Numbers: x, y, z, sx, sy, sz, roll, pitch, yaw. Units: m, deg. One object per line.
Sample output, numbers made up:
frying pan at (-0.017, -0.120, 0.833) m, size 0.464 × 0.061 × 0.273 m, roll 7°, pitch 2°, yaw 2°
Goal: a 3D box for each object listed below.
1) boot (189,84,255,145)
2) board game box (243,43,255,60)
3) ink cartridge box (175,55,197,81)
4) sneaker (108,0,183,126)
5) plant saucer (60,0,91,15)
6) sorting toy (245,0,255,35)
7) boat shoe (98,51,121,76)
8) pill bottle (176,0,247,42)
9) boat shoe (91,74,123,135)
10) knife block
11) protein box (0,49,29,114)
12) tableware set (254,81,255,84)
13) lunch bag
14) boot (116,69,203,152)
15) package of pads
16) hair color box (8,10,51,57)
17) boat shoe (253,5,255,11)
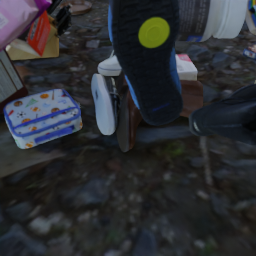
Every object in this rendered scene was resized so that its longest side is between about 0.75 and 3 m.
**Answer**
boot at (1.746, -0.262, 3.590) m, size 1.550 × 1.880 × 0.617 m, roll -25°, pitch 90°, yaw -4°
board game box at (4.982, -2.799, 10.125) m, size 1.437 × 0.249 × 0.974 m, roll -31°, pitch 50°, yaw -30°
ink cartridge box at (1.205, -1.704, 8.625) m, size 1.521 × 0.629 × 1.114 m, roll -6°, pitch 42°, yaw -6°
sneaker at (0.259, -1.301, 4.489) m, size 0.968 × 2.936 × 1.151 m, roll -17°, pitch 51°, yaw 2°
plant saucer at (-2.496, -5.754, 13.405) m, size 1.488 × 0.256 × 1.488 m, roll 0°, pitch 43°, yaw 0°
sorting toy at (3.122, -2.592, 6.482) m, size 1.050 × 0.365 × 1.043 m, roll 6°, pitch 64°, yaw -35°
boat shoe at (0.047, -2.456, 9.197) m, size 2.305 × 0.983 × 0.852 m, roll -20°, pitch 46°, yaw -21°
pill bottle at (0.951, -2.180, 5.070) m, size 2.059 × 1.171 × 1.171 m, roll 3°, pitch 42°, yaw 1°
boat shoe at (-0.469, -0.651, 7.384) m, size 0.730 × 0.789 × 2.136 m, roll 4°, pitch 38°, yaw -21°
knife block at (-3.107, -3.520, 9.472) m, size 2.505 × 2.199 × 0.802 m, roll -6°, pitch 41°, yaw -7°
protein box at (-4.551, -1.216, 6.775) m, size 2.682 × 1.823 × 2.702 m, roll 33°, pitch 62°, yaw 27°
tableware set at (3.446, -0.938, 4.908) m, size 2.259 × 0.453 × 1.493 m, roll -14°, pitch 33°, yaw 37°
lunch bag at (-2.066, -0.271, 7.032) m, size 1.792 × 0.677 × 1.436 m, roll -22°, pitch 48°, yaw -21°
boot at (0.951, -0.379, 7.110) m, size 2.420 × 0.777 × 2.255 m, roll 8°, pitch 70°, yaw -19°
package of pads at (-1.619, -0.921, 2.781) m, size 1.761 × 0.666 × 1.061 m, roll -35°, pitch 28°, yaw 15°
hair color box at (-1.826, -1.637, 4.261) m, size 1.080 × 0.652 × 2.128 m, roll 18°, pitch 6°, yaw -15°
boat shoe at (2.212, -0.831, 3.206) m, size 1.082 × 2.571 × 0.883 m, roll -16°, pitch 51°, yaw 32°
